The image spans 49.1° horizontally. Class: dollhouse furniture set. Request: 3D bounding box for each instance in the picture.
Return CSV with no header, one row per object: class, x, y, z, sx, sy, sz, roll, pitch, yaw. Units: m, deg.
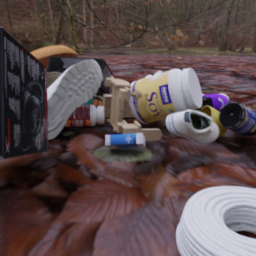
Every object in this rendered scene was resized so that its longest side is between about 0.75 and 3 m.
dollhouse furniture set,0.106,-0.638,8.343,1.222,1.431,2.760,-1,19,-16

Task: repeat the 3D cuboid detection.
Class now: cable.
cable,1.495,1.353,3.462,1.788,0.619,1.787,11,21,31

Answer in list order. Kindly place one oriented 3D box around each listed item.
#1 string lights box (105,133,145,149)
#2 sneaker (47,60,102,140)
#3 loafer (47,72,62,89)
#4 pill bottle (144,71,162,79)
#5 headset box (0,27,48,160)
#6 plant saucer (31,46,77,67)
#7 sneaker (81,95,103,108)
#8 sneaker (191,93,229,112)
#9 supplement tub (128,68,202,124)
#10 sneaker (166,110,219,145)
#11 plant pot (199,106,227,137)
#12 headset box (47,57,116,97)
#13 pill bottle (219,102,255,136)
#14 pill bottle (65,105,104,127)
string lights box,-0.064,0.331,6.765,0.895,0.264,0.460,-4,-16,10
sneaker,-1.963,-0.963,8.204,1.196,1.135,2.971,8,50,49
loafer,-2.829,-1.030,9.000,0.814,0.734,2.151,43,63,14
pill bottle,0.707,-1.365,10.298,1.599,0.888,0.888,-34,1,28
headset box,-2.239,-0.447,5.218,1.003,1.934,2.598,-1,-1,-2
plant saucer,-3.378,-2.806,11.668,2.529,0.473,2.529,-19,2,1
sneaker,-1.241,-0.893,9.900,2.449,0.978,0.874,-16,23,-43
sneaker,2.327,-0.738,8.733,0.831,0.581,1.671,-13,14,-27
supplement tub,1.079,-0.931,8.209,1.859,1.352,1.352,-13,10,30
sneaker,1.665,0.010,6.397,1.829,0.668,0.648,7,-15,-43
plant pot,2.342,-0.081,7.737,0.656,0.924,0.924,14,15,-13
headset box,-1.616,-1.720,10.826,2.032,1.055,2.731,5,-7,11
pill bottle,2.993,-0.181,7.360,1.253,0.701,0.701,18,3,-40
pill bottle,-1.373,-0.381,8.811,1.225,0.671,0.671,-1,18,-4
